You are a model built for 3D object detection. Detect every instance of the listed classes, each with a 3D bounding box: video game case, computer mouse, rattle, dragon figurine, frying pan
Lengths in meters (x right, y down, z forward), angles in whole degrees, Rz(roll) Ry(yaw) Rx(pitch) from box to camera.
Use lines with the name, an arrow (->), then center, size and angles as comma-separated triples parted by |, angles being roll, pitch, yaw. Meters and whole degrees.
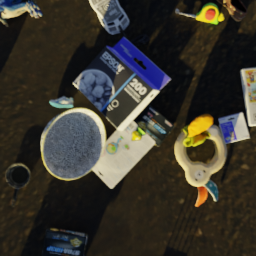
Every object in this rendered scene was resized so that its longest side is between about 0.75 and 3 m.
video game case -> 5.516, -1.247, 10.438 | 2.358, 0.270, 2.146 | -6, 85, 0
computer mouse -> -0.491, -4.083, 10.558 | 1.498, 0.599, 2.733 | -30, 91, 2
rattle -> 2.653, 1.215, 9.380 | 1.899, 2.083, 2.916 | 6, 79, -15
dragon figurine -> -4.603, -4.887, 10.454 | 2.990, 0.880, 1.486 | 44, 86, 3
frying pan -> -3.903, 2.017, 10.155 | 0.893, 0.240, 1.477 | -15, 87, -1

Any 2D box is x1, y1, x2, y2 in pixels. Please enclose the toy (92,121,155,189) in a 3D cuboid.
toy -> -0.248, 0.896, 10.077 | 1.306, 0.535, 2.268 | 44, 95, 8

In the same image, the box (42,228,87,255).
box -> -2.249, 4.247, 9.896 | 1.446, 0.333, 1.149 | 10, 85, 1

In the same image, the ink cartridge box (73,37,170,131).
ink cartridge box -> -0.271, -1.647, 9.879 | 2.544, 0.552, 2.521 | -47, 73, 5

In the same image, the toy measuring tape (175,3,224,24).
toy measuring tape -> 2.729, -4.407, 10.517 | 1.826, 0.672, 0.672 | 15, 85, 2

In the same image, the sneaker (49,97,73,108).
sneaker -> -2.470, -0.961, 10.406 | 0.866, 0.331, 0.350 | 3, 70, -2

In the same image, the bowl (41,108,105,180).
bowl -> -2.023, 0.433, 9.376 | 1.120, 2.386, 2.386 | 16, 83, 45

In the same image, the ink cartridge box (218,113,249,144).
ink cartridge box -> 3.878, 0.015, 10.340 | 0.961, 0.211, 0.970 | -14, 87, -1

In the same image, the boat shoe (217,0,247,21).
boat shoe -> 3.896, -4.846, 10.606 | 0.586, 0.585, 1.665 | -40, 85, -2

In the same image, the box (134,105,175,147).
box -> 0.926, -0.071, 10.311 | 1.247, 0.287, 0.991 | 40, 86, 3
